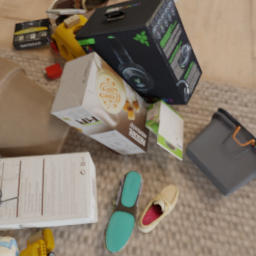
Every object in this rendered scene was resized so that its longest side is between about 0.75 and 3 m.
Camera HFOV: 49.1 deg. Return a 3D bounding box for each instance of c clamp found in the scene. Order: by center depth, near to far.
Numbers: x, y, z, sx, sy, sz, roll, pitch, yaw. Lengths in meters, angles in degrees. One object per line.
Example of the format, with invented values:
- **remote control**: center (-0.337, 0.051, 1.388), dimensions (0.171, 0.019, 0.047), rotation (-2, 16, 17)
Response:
- **c clamp**: center (-2.902, 1.075, 5.937), dimensions (1.084, 0.172, 1.269), rotation (-21, 69, 1)

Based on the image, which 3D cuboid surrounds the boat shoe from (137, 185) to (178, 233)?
- **boat shoe**: center (0.793, 1.981, 7.005), dimensions (0.536, 0.503, 1.455), rotation (35, 68, 17)

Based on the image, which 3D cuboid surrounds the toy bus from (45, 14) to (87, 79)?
- **toy bus**: center (-1.653, -2.900, 8.997), dimensions (2.651, 1.370, 2.502), rotation (3, 63, 1)

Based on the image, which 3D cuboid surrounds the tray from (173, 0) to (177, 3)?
- **tray**: center (0.614, -3.791, 9.145), dimensions (2.249, 0.249, 1.207), rotation (-25, 26, 22)

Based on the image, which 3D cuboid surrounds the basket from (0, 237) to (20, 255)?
- **basket**: center (-3.284, 3.404, 5.476), dimensions (2.166, 1.709, 2.457), rotation (10, 35, 6)

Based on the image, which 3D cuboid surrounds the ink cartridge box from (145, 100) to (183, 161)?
- **ink cartridge box**: center (0.955, 0.115, 7.395), dimensions (1.018, 0.522, 1.378), rotation (35, 48, -31)

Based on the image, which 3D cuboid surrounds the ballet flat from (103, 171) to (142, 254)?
- **ballet flat**: center (-0.118, 2.022, 6.835), dimensions (0.706, 0.706, 1.962), rotation (15, 68, 8)

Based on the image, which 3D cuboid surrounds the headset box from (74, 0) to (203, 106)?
- **headset box**: center (0.298, -1.970, 7.332), dimensions (2.362, 2.713, 1.259), rotation (8, 58, 38)

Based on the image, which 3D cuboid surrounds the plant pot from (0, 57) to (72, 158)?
- **plant pot**: center (-2.668, -0.142, 7.231), dimensions (2.279, 2.613, 2.613), rotation (25, 64, -9)

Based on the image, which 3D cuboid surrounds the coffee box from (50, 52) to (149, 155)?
- **coffee box**: center (-0.517, -0.442, 7.040), dimensions (1.019, 2.556, 1.462), rotation (-10, 57, 34)

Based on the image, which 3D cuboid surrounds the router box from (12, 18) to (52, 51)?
- **router box**: center (-3.296, -3.242, 9.674), dimensions (1.254, 0.327, 0.986), rotation (-7, 63, 5)

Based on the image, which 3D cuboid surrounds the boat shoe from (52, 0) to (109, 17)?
- **boat shoe**: center (-1.660, -4.429, 9.996), dimensions (2.069, 0.746, 0.744), rotation (-12, 24, -10)

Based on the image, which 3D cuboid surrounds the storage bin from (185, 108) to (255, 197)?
- **storage bin**: center (2.530, 0.707, 7.243), dimensions (1.370, 1.485, 2.040), rotation (-39, 69, -7)

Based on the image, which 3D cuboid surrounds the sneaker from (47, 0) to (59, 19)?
- **sneaker**: center (-2.611, -4.578, 10.429), dimensions (0.570, 0.484, 1.287), rotation (23, 73, 43)

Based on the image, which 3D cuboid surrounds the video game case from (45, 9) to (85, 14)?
- **video game case**: center (-2.075, -3.831, 9.232), dimensions (0.922, 0.112, 1.012), rotation (-20, 31, -36)

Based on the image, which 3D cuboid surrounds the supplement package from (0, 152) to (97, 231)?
- **supplement package**: center (-2.078, 1.554, 6.637), dimensions (2.531, 1.480, 1.485), rotation (-4, 69, -1)

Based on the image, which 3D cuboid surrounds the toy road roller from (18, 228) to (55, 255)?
- **toy road roller**: center (-2.096, 2.751, 6.326), dimensions (0.604, 0.717, 0.982), rotation (-33, 47, 8)
